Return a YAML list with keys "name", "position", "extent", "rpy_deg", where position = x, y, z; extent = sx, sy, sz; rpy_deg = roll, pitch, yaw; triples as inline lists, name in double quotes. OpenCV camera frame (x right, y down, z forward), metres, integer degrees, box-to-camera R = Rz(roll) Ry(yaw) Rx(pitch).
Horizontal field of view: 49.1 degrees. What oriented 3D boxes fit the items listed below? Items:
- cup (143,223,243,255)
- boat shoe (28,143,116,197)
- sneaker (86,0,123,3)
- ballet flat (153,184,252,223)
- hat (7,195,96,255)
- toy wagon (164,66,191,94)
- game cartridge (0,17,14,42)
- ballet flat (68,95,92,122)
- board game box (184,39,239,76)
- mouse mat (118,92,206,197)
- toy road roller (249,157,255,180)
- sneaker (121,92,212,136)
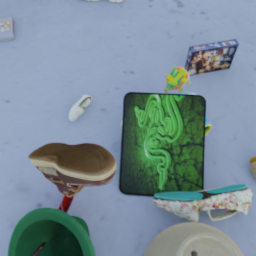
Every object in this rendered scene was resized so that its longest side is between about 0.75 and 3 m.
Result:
- name: "cup"
  position: [1.498, 3.073, 5.900]
  extent: [2.479, 1.773, 2.479]
  rpy_deg: [0, 56, 1]
- name: "boat shoe"
  position: [-1.199, 0.965, 6.140]
  extent: [2.735, 0.984, 0.987]
  rpy_deg: [1, 27, 43]
- name: "sneaker"
  position: [-1.296, -6.500, 12.863]
  extent: [2.448, 1.021, 0.987]
  rpy_deg: [5, 56, 4]
- name: "ballet flat"
  position: [1.952, 2.010, 7.221]
  extent: [2.584, 0.977, 0.826]
  rpy_deg: [-6, 88, 1]
- name: "hat"
  position: [-1.359, 2.702, 7.085]
  extent: [2.173, 2.309, 2.623]
  rpy_deg: [23, 97, 15]
- name: "toy wagon"
  position: [1.419, -1.396, 8.449]
  extent: [0.897, 0.177, 0.696]
  rpy_deg: [-46, 76, 17]
- name: "game cartridge"
  position: [-5.267, -4.119, 11.712]
  extent: [0.937, 0.292, 1.407]
  rpy_deg: [-10, 56, -12]
- name: "ballet flat"
  position: [-1.549, -0.680, 9.195]
  extent: [0.398, 0.398, 1.147]
  rpy_deg: [21, 56, 14]
- name: "board game box"
  position: [2.953, -2.503, 10.053]
  extent: [1.732, 1.173, 0.300]
  rpy_deg: [-12, 56, -7]
- name: "mouse mat"
  position: [0.970, 0.466, 7.860]
  extent: [2.364, 0.111, 2.938]
  rpy_deg: [2, 84, 3]
- name: "toy road roller"
  position: [4.189, 1.002, 7.784]
  extent: [1.335, 0.974, 0.820]
  rpy_deg: [-11, 57, -8]
- name: "sneaker"
  position: [1.273, -0.018, 8.428]
  extent: [2.727, 1.085, 1.780]
  rpy_deg: [-19, 56, -11]
